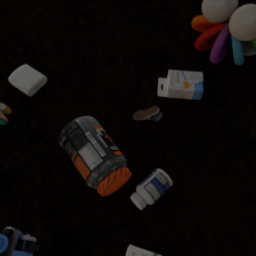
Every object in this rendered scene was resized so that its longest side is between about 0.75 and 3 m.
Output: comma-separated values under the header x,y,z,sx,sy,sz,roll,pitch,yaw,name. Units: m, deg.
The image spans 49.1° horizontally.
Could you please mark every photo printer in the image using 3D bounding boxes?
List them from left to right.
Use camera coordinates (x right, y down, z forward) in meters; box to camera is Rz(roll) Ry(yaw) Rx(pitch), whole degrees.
x,y,z,sx,sy,sz,roll,pitch,yaw,name
-3.780,-1.811,10.432,1.175,0.408,0.977,33,66,17,photo printer

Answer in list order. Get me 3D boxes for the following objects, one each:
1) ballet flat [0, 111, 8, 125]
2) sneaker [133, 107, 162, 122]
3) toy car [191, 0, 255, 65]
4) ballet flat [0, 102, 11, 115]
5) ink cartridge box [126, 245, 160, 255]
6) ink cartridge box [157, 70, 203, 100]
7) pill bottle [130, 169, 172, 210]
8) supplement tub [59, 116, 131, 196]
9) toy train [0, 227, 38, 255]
x,y,z,sx,sy,sz,roll,pitch,yaw,name
-5.010,-0.594,9.640,1.981,0.685,0.705,7,58,9,ballet flat
0.675,-0.384,9.386,0.960,0.521,0.337,-17,57,28,sneaker
3.683,-3.530,10.542,2.932,2.566,2.199,44,104,21,toy car
-4.589,-0.781,9.916,0.981,0.309,0.337,26,64,14,ballet flat
0.643,3.895,7.057,1.746,0.723,1.279,15,62,8,ink cartridge box
1.896,-1.585,10.238,1.567,0.532,0.902,5,61,3,ink cartridge box
0.669,1.823,8.255,1.202,0.667,0.667,-38,67,-19,pill bottle
-0.975,0.840,8.407,1.363,1.363,2.225,-32,67,-17,supplement tub
-3.050,3.652,7.151,1.187,0.901,2.078,10,59,-5,toy train
